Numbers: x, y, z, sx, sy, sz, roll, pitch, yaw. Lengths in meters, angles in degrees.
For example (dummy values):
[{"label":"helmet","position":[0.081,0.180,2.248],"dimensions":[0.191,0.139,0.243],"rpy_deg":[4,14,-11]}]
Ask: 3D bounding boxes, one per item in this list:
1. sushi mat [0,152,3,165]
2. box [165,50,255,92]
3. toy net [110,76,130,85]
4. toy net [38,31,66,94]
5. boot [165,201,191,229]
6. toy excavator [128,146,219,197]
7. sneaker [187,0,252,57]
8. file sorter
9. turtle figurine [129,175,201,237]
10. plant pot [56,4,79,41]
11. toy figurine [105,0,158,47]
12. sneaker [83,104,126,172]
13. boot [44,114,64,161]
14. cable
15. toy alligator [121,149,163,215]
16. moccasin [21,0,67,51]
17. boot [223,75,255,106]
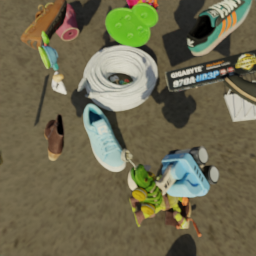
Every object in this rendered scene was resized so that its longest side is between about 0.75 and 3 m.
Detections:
[{"label":"sushi mat","position":[-3.577,0.469,7.434],"dimensions":[0.079,1.308,0.626],"rpy_deg":[-4,19,-1]},{"label":"box","position":[2.270,-1.482,7.565],"dimensions":[2.324,1.847,0.535],"rpy_deg":[-12,94,16]},{"label":"toy net","position":[-0.297,-1.835,10.890],"dimensions":[0.919,0.178,0.482],"rpy_deg":[33,65,18]},{"label":"toy net","position":[-1.640,-1.259,5.982],"dimensions":[0.289,1.497,0.785],"rpy_deg":[-26,63,-17]},{"label":"boot","position":[1.466,2.515,8.277],"dimensions":[0.703,0.306,0.845],"rpy_deg":[10,64,4]},{"label":"toy excavator","position":[1.008,1.108,6.163],"dimensions":[1.802,0.926,1.853],"rpy_deg":[55,51,-19]},{"label":"sneaker","position":[2.309,-2.779,7.082],"dimensions":[2.058,0.822,0.735],"rpy_deg":[-48,60,7]},{"label":"file sorter","position":[4.473,-1.029,9.950],"dimensions":[1.605,0.999,1.114],"rpy_deg":[-7,60,-3]},{"label":"turtle figurine","position":[1.030,2.230,8.094],"dimensions":[1.793,0.716,2.224],"rpy_deg":[-16,51,-6]},{"label":"plant pot","position":[-2.691,-4.388,11.855],"dimensions":[1.266,1.266,1.134],"rpy_deg":[-25,78,-14]},{"label":"toy figurine","position":[0.408,-3.947,9.125],"dimensions":[1.500,1.999,1.840],"rpy_deg":[34,61,-25]},{"label":"sneaker","position":[-0.881,0.270,9.171],"dimensions":[0.924,1.024,2.500],"rpy_deg":[-28,63,-14]},{"label":"boot","position":[-1.930,0.037,7.650],"dimensions":[0.526,1.210,1.455],"rpy_deg":[7,46,-23]},{"label":"cable","position":[-0.292,-1.871,10.480],"dimensions":[2.719,0.941,2.718],"rpy_deg":[8,59,4]},{"label":"toy alligator","position":[0.300,0.954,4.715],"dimensions":[0.358,1.489,0.493],"rpy_deg":[-3,38,35]},{"label":"moccasin","position":[-2.381,-3.099,8.095],"dimensions":[0.808,0.765,2.093],"rpy_deg":[22,64,-2]},{"label":"boot","position":[3.154,-1.009,5.948],"dimensions":[1.888,1.306,0.731],"rpy_deg":[36,26,24]}]
